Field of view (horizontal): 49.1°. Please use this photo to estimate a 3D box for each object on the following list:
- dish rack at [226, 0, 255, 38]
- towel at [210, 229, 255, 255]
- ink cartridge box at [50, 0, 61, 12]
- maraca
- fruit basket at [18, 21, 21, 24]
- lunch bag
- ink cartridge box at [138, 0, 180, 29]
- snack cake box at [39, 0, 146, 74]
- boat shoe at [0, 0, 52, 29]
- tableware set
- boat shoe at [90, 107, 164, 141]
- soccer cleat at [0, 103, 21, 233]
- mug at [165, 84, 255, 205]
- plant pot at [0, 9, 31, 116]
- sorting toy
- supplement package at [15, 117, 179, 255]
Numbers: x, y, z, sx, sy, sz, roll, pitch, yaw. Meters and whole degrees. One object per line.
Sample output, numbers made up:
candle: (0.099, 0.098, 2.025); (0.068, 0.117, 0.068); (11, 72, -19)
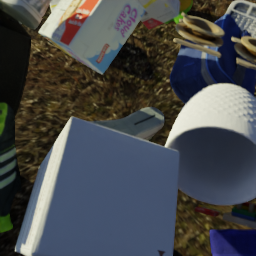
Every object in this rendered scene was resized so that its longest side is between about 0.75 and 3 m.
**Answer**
dish rack: (4.477, -3.370, 10.259); (2.372, 0.602, 2.763); (27, 65, 13)
towel: (2.634, 3.297, 6.771); (1.181, 0.396, 1.599); (-1, 61, 7)
ink cartridge box: (-2.496, -4.075, 10.416); (0.564, 0.981, 1.351); (-14, 62, -10)
maraca: (1.766, -4.729, 10.738); (1.368, 1.068, 1.996); (5, 63, 8)
fruit basket: (-3.311, -3.156, 7.640); (0.830, 0.896, 0.420); (8, 27, 3)
lunch bag: (2.308, -1.597, 7.007); (1.637, 1.594, 2.410); (40, 52, -25)
ink cartridge box: (0.540, -3.157, 6.822); (0.928, 1.279, 0.533); (-11, 58, 38)
snack cake box: (-0.958, -2.369, 6.314); (1.553, 0.907, 2.700); (-53, 36, 3)
boat shoe: (-2.371, -2.783, 5.433); (2.517, 0.928, 0.807); (38, 87, 29)
tableware set: (1.887, -1.642, 5.078); (2.050, 0.411, 1.355); (19, 38, 1)
boat shoe: (-0.238, 0.296, 6.352); (2.463, 0.822, 0.906); (-16, 56, -24)
soccer cleat: (-2.411, 0.707, 5.177); (0.810, 0.972, 2.398); (-10, 65, 20)
mug: (1.804, 0.147, 4.654); (2.078, 1.534, 1.822); (12, 38, 17)
plant pot: (-3.199, -1.659, 5.837); (1.774, 1.995, 2.000); (-54, 54, 18)
sorting toy: (2.404, 1.638, 5.270); (2.315, 1.116, 0.392); (8, 82, 31)
supplement package: (-0.658, 1.267, 4.442); (1.644, 2.811, 1.649); (19, 63, -18)
